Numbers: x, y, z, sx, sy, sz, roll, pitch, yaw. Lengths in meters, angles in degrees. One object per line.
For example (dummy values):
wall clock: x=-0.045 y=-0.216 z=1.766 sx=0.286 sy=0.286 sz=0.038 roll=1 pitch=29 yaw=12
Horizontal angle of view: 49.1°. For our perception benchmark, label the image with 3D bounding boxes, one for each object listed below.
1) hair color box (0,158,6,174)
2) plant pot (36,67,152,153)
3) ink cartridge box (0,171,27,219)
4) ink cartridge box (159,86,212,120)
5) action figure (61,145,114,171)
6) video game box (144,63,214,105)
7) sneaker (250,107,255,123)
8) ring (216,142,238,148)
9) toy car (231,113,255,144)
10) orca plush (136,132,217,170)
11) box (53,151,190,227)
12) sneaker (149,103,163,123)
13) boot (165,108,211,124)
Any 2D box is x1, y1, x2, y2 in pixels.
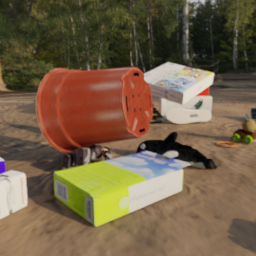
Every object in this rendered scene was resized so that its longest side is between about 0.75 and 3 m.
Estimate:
hair color box: x=-3.967 y=0.957 z=6.397 sx=1.496 sy=0.887 sz=2.737 roll=-10 pitch=17 yaw=-39
plant pot: x=-0.706 y=-0.533 z=7.235 sx=2.256 sy=2.320 sz=2.320 roll=-3 pitch=8 yaw=28
ink cartridge box: x=-2.392 y=1.274 z=5.190 sx=0.404 sy=0.693 sz=0.957 roll=6 pitch=12 yaw=28
ink cartridge box: x=3.262 y=-1.725 z=15.892 sx=2.904 sy=2.520 sz=0.632 roll=0 pitch=11 yaw=-1
action figure: x=-1.140 y=0.795 z=7.943 sx=1.223 sy=0.652 sz=1.879 roll=-4 pitch=2 yaw=19
video game box: x=1.892 y=-1.895 z=11.415 sx=2.269 sy=0.583 sz=2.491 roll=21 pitch=38 yaw=35
sneaker: x=7.207 y=-0.754 z=15.593 sx=0.761 sy=0.770 sz=1.940 roll=4 pitch=13 yaw=12
ring: x=3.619 y=0.620 z=10.251 sx=0.760 sy=0.073 sz=0.760 roll=0 pitch=12 yaw=0
toy car: x=4.532 y=-0.036 z=10.793 sx=0.901 sy=1.142 sz=0.938 roll=9 pitch=14 yaw=38
orca plush: x=1.328 y=0.591 z=8.202 sx=1.319 sy=0.891 sz=2.506 roll=-9 pitch=14 yaw=-40
box: x=-0.069 y=1.136 z=6.074 sx=2.614 sy=0.623 sz=1.594 roll=-9 pitch=14 yaw=-39
sneaker: x=1.126 y=-1.002 z=15.642 sx=0.931 sy=1.198 sz=2.661 roll=-4 pitch=11 yaw=-18
boot: x=3.123 y=-0.593 z=15.014 sx=2.402 sy=0.874 sz=1.085 roll=3 pitch=-2 yaw=-3
